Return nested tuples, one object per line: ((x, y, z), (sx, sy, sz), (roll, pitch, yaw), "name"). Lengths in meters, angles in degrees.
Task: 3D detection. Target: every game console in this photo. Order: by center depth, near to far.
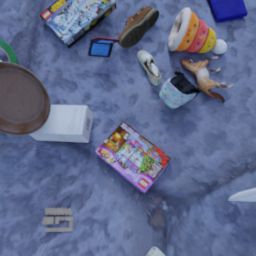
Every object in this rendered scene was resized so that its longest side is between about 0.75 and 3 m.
((-0.939, -3.098, 10.819), (1.018, 0.877, 0.604), (-6, 99, -33), "game console")

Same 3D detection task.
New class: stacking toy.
((2.894, -3.566, 11.106), (2.309, 1.687, 1.687), (16, 68, -10), "stacking toy")

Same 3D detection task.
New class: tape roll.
((-5.157, -2.439, 10.517), (1.880, 0.452, 1.880), (-3, 99, -17), "tape roll")

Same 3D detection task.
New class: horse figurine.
((3.058, -1.947, 10.779), (1.467, 0.553, 2.214), (-10, 65, -12), "horse figurine")

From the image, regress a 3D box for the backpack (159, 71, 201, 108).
((1.807, -1.315, 10.066), (1.241, 0.941, 1.487), (40, 32, 14), "backpack")

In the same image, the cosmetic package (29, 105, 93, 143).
((-2.348, -0.153, 9.753), (2.017, 0.818, 1.138), (3, 68, 13), "cosmetic package")

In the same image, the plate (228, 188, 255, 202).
((4.009, 2.018, 8.468), (1.410, 1.407, 0.228), (6, 66, -15), "plate")

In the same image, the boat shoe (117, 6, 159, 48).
((0.277, -4.176, 11.607), (0.791, 0.837, 2.326), (36, 68, 23), "boat shoe")

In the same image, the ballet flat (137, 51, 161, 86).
((0.882, -2.477, 10.992), (0.589, 0.545, 1.747), (-21, 69, -12), "ballet flat")

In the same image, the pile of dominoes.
((-2.258, 2.968, 9.057), (0.950, 0.151, 0.741), (2, 67, -8), "pile of dominoes")

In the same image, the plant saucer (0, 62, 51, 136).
((-3.584, -0.903, 8.698), (2.453, 2.453, 0.449), (0, 29, 0), "plant saucer")

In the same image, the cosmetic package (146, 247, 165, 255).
((1.426, 4.588, 7.704), (2.611, 1.373, 0.928), (41, 74, 13), "cosmetic package")

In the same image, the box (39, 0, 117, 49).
((-2.098, -4.862, 11.722), (2.723, 0.543, 1.864), (-41, 75, -5), "box")

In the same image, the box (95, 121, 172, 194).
((0.181, 0.982, 9.645), (2.187, 0.428, 1.496), (37, 74, 14), "box")

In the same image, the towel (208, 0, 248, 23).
((4.287, -5.487, 12.302), (1.402, 0.470, 1.899), (-11, 68, 3), "towel")

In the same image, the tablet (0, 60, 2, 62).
((-5.962, -2.175, 11.106), (1.151, 0.121, 1.768), (23, 70, 9), "tablet")
